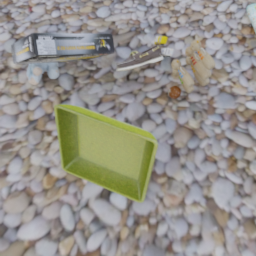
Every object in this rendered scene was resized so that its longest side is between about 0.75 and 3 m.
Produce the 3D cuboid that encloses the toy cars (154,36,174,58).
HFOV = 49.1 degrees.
[{"bbox_3d":[1.410,-3.423,11.700,0.333,0.673,1.502,12,46,-35],"label":"toy cars"}]

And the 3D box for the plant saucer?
[{"bbox_3d":[-0.599,0.662,8.069,2.876,2.872,0.689,20,46,12],"label":"plant saucer"}]

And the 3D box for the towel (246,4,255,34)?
[{"bbox_3d":[6.739,-4.981,12.864,2.204,0.531,1.887,-4,57,-2],"label":"towel"}]

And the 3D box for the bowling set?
[{"bbox_3d":[2.007,-2.050,10.148,1.764,2.534,1.360,-32,78,2],"label":"bowling set"}]

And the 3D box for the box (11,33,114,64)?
[{"bbox_3d":[-2.315,-2.765,9.871,2.908,0.703,2.303,-13,11,-37],"label":"box"}]

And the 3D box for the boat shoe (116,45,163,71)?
[{"bbox_3d":[0.422,-2.741,11.055,2.097,0.624,0.753,-21,16,-20],"label":"boat shoe"}]

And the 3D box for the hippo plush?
[{"bbox_3d":[-3.347,-2.304,11.092,1.126,1.115,1.400,-3,59,-33],"label":"hippo plush"}]
